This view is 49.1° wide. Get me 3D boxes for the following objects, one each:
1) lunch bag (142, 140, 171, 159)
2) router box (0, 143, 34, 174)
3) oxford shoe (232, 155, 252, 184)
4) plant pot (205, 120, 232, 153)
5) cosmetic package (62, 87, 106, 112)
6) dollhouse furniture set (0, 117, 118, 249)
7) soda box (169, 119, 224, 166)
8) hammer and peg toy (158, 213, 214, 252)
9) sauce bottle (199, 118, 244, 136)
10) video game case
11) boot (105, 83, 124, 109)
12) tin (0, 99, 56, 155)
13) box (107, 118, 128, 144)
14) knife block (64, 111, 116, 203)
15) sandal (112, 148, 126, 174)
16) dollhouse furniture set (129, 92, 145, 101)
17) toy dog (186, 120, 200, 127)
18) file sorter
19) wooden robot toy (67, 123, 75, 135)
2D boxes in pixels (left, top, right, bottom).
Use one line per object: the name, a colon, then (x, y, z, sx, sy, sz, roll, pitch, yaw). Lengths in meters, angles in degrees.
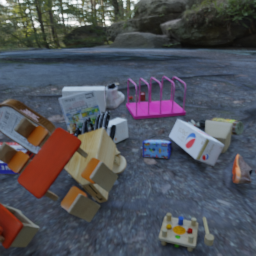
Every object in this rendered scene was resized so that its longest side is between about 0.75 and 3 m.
lunch bag: (1.110, 0.666, 10.461, 0.958, 0.599, 1.273, 2, 12, 13)
router box: (-4.321, 1.008, 9.637, 1.726, 0.422, 1.549, 1, 21, 1)
oxford shoe: (3.372, 1.241, 8.269, 0.490, 0.479, 1.344, 11, 30, 15)
plant pot: (3.352, 0.404, 10.590, 0.992, 0.991, 0.878, 8, 34, 19)
cosmetic package: (-2.327, -1.518, 14.996, 2.239, 1.263, 0.908, 0, 22, -4)
dollhouse furniture set: (-2.013, 1.168, 6.024, 2.620, 1.350, 2.592, 26, 73, 29)
soda box: (2.335, 0.451, 9.951, 0.759, 0.812, 2.383, 21, 10, -19)
hammer and peg toy: (1.314, 2.344, 6.274, 1.137, 0.401, 0.836, 6, 21, 16)
sauce bottle: (3.931, -0.094, 12.049, 0.627, 0.627, 1.938, -16, 16, -35)
video game case: (-1.861, -0.657, 11.453, 1.675, 1.527, 0.184, -21, 8, -40)
boot: (-0.752, -2.054, 16.413, 0.917, 1.192, 2.493, 3, 21, 7)
tin: (-3.455, 0.024, 9.473, 2.394, 1.340, 0.501, 33, 34, 1)
box: (-0.552, 0.136, 11.270, 0.546, 0.782, 1.027, 13, 27, 43)
knife block: (-0.859, 0.629, 8.472, 2.385, 0.869, 2.716, -45, 36, -15)
sandal: (-0.604, 0.913, 9.338, 0.642, 0.576, 1.751, -42, 24, 2)
dollhouse furniture set: (0.524, -1.912, 17.104, 1.061, 0.432, 0.571, -1, 21, -2)
toy dog: (2.904, -0.204, 12.810, 0.780, 0.376, 0.515, -14, 26, -32)
file sorter: (1.429, -1.682, 14.634, 2.735, 1.715, 1.901, -5, 25, -13)
wooden robot toy: (-2.085, 0.264, 10.760, 0.506, 1.116, 0.492, -2, 37, -34)
